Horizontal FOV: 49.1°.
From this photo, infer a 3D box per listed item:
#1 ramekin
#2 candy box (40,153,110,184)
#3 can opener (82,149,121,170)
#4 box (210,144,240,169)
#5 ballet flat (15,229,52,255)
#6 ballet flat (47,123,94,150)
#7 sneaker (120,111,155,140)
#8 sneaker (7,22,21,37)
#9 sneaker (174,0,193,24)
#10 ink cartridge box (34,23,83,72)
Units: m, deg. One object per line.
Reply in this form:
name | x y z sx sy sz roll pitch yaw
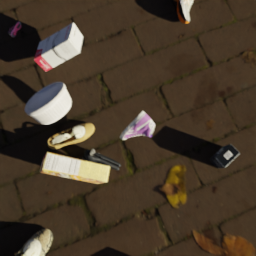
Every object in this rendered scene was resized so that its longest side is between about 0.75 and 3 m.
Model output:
ramekin | -2.718 -0.820 9.783 1.618 1.618 0.753 -39 125 -8
candy box | -1.988 1.533 10.332 2.309 1.333 0.638 15 71 -18
can opener | -1.061 1.292 11.297 1.594 0.626 0.505 17 45 -1
box | 3.800 1.141 11.084 0.854 0.840 0.530 -41 81 -8
ballet flat | -3.812 4.829 10.236 0.853 0.947 2.516 42 81 12
ballet flat | -2.320 0.343 11.363 2.018 0.636 0.693 -26 79 -6
sneaker | 0.360 0.175 10.228 0.885 1.553 0.563 43 42 -3
sneaker | -5.142 -4.473 12.595 0.376 0.312 0.789 25 78 17
sneaker | 2.641 -5.627 12.634 0.869 0.715 1.889 -8 79 -6
ink cartridge box | -2.808 -3.284 11.424 1.813 0.756 1.317 -21 44 21
